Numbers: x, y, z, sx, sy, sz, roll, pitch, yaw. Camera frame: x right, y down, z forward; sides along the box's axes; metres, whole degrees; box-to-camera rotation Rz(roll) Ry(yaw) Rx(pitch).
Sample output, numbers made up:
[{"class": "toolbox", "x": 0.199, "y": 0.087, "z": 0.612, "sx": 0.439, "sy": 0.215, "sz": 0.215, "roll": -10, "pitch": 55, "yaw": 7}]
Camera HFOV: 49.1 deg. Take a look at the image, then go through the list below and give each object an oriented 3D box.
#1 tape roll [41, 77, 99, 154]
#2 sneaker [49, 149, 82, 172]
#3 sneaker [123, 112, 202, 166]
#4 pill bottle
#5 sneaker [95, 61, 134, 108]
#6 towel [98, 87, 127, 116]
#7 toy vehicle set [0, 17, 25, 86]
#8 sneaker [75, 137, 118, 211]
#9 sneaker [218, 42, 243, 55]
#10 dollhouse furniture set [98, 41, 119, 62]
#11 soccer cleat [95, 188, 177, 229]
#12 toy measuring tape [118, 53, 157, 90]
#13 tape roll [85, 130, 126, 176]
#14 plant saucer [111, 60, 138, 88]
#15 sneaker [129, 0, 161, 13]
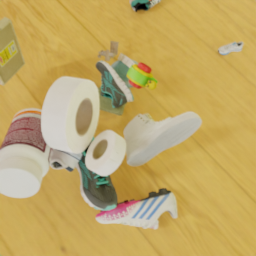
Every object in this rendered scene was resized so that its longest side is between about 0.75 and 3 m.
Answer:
[{"class": "tape roll", "x": -1.552, "y": -0.369, "z": 7.954, "sx": 0.746, "sy": 2.134, "sz": 2.134, "roll": 10, "pitch": 67, "yaw": 16}, {"class": "sneaker", "x": -2.392, "y": 0.919, "z": 9.138, "sx": 2.136, "sy": 0.780, "sz": 0.756, "roll": 6, "pitch": 61, "yaw": 47}, {"class": "sneaker", "x": 0.931, "y": -0.071, "z": 9.224, "sx": 2.781, "sy": 1.025, "sz": 1.607, "roll": -33, "pitch": 46, "yaw": 23}, {"class": "pill bottle", "x": -2.853, "y": 0.656, "z": 7.888, "sx": 1.376, "sy": 1.376, "sz": 2.409, "roll": -3, "pitch": 39, "yaw": -1}, {"class": "sneaker", "x": -0.724, "y": -1.609, "z": 10.426, "sx": 0.955, "sy": 0.812, "sz": 2.093, "roll": -36, "pitch": 71, "yaw": -5}, {"class": "towel", "x": -0.699, "y": -1.038, "z": 10.725, "sx": 1.355, "sy": 0.247, "sz": 1.005, "roll": 17, "pitch": 68, "yaw": 12}, {"class": "toy vehicle set", "x": -4.208, "y": -2.526, "z": 9.502, "sx": 0.268, "sy": 2.024, "sz": 1.257, "roll": 26, "pitch": 60, "yaw": 9}, {"class": "sneaker", "x": -1.058, "y": 1.315, "z": 8.751, "sx": 1.038, "sy": 1.220, "sz": 2.675, "roll": -10, "pitch": 45, "yaw": -28}, {"class": "sneaker", "x": 4.264, "y": -3.370, "z": 11.624, "sx": 1.084, "sy": 0.470, "sz": 0.406, "roll": -16, "pitch": 69, "yaw": -5}, {"class": "dollhouse furniture set", "x": -0.797, "y": -2.986, "z": 10.801, "sx": 0.582, "sy": 0.497, "sz": 1.123, "roll": 11, "pitch": 31, "yaw": 9}, {"class": "soccer cleat", "x": 0.307, "y": 2.743, "z": 8.763, "sx": 2.596, "sy": 0.907, "sz": 1.121, "roll": -17, "pitch": 78, "yaw": -2}, {"class": "toy measuring tape", "x": 0.145, "y": -2.157, "z": 10.266, "sx": 0.940, "sy": 0.940, "sz": 2.555, "roll": -32, "pitch": 53, "yaw": -13}, {"class": "tape roll", "x": -0.637, "y": 0.699, "z": 7.853, "sx": 0.440, "sy": 1.258, "sz": 1.258, "roll": 36, "pitch": 64, "yaw": -32}, {"class": "plant saucer", "x": -0.074, "y": -2.269, "z": 11.240, "sx": 1.420, "sy": 0.273, "sz": 1.420, "roll": 1, "pitch": 66, "yaw": -2}, {"class": "sneaker", "x": 0.958, "y": -5.623, "z": 12.547, "sx": 1.715, "sy": 0.612, "sz": 0.685, "roll": -20, "pitch": 73, "yaw": -3}]
